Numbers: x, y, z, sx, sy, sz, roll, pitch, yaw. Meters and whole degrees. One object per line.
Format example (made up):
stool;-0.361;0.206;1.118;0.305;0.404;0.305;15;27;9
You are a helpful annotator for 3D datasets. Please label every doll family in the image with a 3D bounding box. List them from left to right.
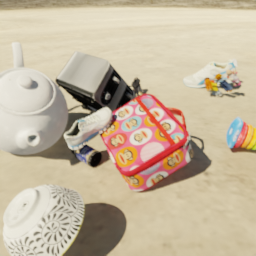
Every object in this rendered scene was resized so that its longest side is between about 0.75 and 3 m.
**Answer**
doll family;3.641;-1.753;11.156;1.554;0.965;0.700;-17;40;47

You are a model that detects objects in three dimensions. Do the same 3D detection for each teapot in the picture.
teapot;-2.846;-0.735;7.674;2.665;1.946;2.630;30;51;4

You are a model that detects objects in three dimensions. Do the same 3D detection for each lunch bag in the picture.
lunch bag;0.499;0.202;7.055;2.135;0.993;2.424;-30;39;-3

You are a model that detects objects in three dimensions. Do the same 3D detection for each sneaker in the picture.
sneaker;-0.980;-0.064;6.903;1.403;0.608;0.526;-43;57;-13
sneaker;3.552;-2.390;12.395;2.310;0.933;0.884;-7;30;25

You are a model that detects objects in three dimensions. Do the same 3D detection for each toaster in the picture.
toaster;-1.060;-1.298;9.245;2.244;2.029;1.332;24;79;35

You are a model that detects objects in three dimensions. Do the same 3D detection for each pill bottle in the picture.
pill bottle;-1.136;0.695;7.497;0.825;0.461;0.461;23;36;36

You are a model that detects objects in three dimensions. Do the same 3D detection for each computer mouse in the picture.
computer mouse;-0.675;-1.564;11.181;2.524;0.554;1.384;4;47;-12

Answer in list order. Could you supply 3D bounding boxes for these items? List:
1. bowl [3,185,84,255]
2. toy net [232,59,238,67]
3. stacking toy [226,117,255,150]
bowl;-1.541;1.465;4.613;1.520;0.713;1.520;-26;33;18
toy net;4.518;-2.593;12.554;0.664;1.265;0.244;34;50;24
stacking toy;3.538;0.345;7.767;1.447;0.840;0.794;20;17;5
